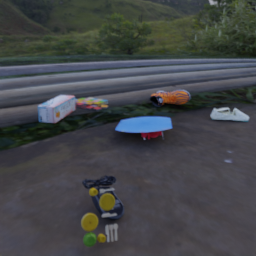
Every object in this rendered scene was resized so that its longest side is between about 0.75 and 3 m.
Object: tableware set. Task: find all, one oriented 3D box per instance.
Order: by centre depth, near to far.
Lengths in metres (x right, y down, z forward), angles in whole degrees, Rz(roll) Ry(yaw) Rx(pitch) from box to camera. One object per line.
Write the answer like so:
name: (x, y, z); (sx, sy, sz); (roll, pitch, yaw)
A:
tableware set: (-0.557, 1.647, 5.232); (0.694, 1.030, 0.158); (-1, -9, -25)

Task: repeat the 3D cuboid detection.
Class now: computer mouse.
computer mouse: (-0.483, 1.597, 6.192); (0.833, 0.317, 1.203); (-2, 36, -29)

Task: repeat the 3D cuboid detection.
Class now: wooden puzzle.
wooden puzzle: (-2.177, -1.366, 15.322); (2.688, 0.189, 1.594); (11, 22, 30)

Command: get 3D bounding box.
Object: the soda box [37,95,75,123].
soda box: (-3.301, -0.936, 13.203); (0.811, 0.754, 2.372); (4, 19, 12)

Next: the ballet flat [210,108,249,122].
ballet flat: (4.583, -0.601, 12.548); (1.694, 0.608, 0.608); (3, 19, 6)

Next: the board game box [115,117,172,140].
board game box: (0.629, 0.074, 10.735); (2.031, 0.501, 2.571); (-3, 13, 7)

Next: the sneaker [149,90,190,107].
sneaker: (2.133, -1.492, 14.978); (2.189, 0.849, 1.226); (1, 20, 37)
